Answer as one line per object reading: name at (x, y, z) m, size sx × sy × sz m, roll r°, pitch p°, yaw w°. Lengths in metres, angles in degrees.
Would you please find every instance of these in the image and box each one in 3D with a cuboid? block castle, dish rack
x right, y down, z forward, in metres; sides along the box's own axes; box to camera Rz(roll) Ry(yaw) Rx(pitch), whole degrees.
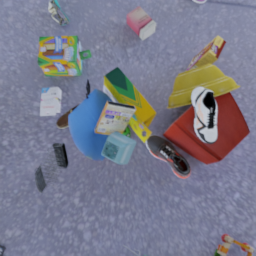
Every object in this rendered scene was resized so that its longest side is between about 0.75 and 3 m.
block castle at (3.562, 4.669, 9.768) m, size 1.087 × 0.763 × 1.626 m, roll 24°, pitch 77°, yaw 3°
dish rack at (-2.176, 1.160, 7.947) m, size 0.365 × 1.027 × 1.340 m, roll 10°, pitch 43°, yaw 12°

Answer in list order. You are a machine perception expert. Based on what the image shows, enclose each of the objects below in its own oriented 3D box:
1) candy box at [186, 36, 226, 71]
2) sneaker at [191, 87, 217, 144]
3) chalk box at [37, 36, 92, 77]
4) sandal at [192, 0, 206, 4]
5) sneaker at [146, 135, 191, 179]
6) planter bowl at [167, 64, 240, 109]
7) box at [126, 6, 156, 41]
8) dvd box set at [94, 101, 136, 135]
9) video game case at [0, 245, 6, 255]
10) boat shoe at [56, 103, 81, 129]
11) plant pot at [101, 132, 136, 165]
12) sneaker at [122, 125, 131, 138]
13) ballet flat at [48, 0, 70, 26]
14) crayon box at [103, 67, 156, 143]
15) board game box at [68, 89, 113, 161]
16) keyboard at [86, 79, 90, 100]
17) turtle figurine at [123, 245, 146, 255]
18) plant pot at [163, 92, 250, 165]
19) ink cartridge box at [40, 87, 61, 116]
candy box at (3.073, -2.784, 11.232) m, size 0.489 × 1.730 × 1.009 m, roll 35°, pitch 65°, yaw -9°
sneaker at (2.452, -0.346, 8.761) m, size 0.687 × 0.745 × 1.862 m, roll -18°, pitch 102°, yaw -12°
chalk box at (-2.561, -2.953, 11.646) m, size 2.023 × 1.263 × 1.254 m, roll -1°, pitch 74°, yaw 1°
sandal at (3.289, -7.009, 13.128) m, size 1.011 × 0.611 × 2.485 m, roll 2°, pitch 74°, yaw 1°
sneaker at (1.613, 0.991, 10.718) m, size 2.181 × 0.893 × 0.840 m, roll 41°, pitch 78°, yaw 10°
planter bowl at (2.581, -1.649, 10.350) m, size 2.726 × 2.726 × 1.135 m, roll -19°, pitch 96°, yaw -5°
box at (0.575, -4.640, 12.440) m, size 0.756 × 0.644 × 1.182 m, roll -38°, pitch 78°, yaw -10°
dvd box set at (-0.450, -0.263, 9.200) m, size 0.975 × 1.332 × 0.196 m, roll 9°, pitch 43°, yaw -23°
video game case at (-5.210, 4.648, 10.069) m, size 1.234 × 0.157 × 1.115 m, roll 19°, pitch 75°, yaw 5°
boat shoe at (-2.282, -0.554, 11.326) m, size 1.528 × 0.565 × 0.564 m, roll -37°, pitch 77°, yaw -10°
plant pot at (-0.388, 0.685, 8.973) m, size 0.849 × 0.865 × 0.847 m, roll 26°, pitch 103°, yaw 19°
sneaker at (-0.533, -0.381, 11.134) m, size 0.734 × 0.802 × 1.882 m, roll -41°, pitch 80°, yaw -12°
ballet flat at (-3.281, -5.314, 12.679) m, size 0.626 × 0.626 × 1.740 m, roll -29°, pitch 75°, yaw -8°
crayon box at (0.120, -0.784, 10.436) m, size 0.671 × 1.678 × 2.643 m, roll -36°, pitch 81°, yaw -14°
board game box at (-1.217, -0.070, 9.905) m, size 2.015 × 0.497 × 2.551 m, roll 58°, pitch 43°, yaw -24°
keyboard at (-1.356, -1.285, 9.481) m, size 0.090 × 0.870 × 0.553 m, roll 8°, pitch 114°, yaw -16°
turtle figurine at (0.301, 5.486, 9.279) m, size 2.068 × 1.391 × 2.762 m, roll -41°, pitch 84°, yaw -10°
plant pot at (2.966, 0.047, 10.333) m, size 2.317 × 2.315 × 2.042 m, roll -42°, pitch 83°, yaw -10°
ink cartridge box at (-3.165, -1.008, 11.471) m, size 0.714 × 0.421 × 1.240 m, roll -3°, pitch 72°, yaw 8°
